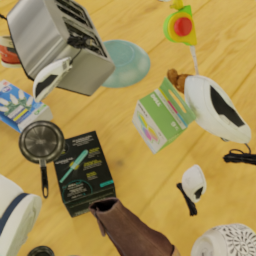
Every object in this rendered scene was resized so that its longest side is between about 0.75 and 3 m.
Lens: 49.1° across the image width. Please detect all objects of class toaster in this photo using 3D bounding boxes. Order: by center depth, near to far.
[{"bbox_3d":[-1.452,-1.817,5.900,1.217,2.052,1.855,-37,65,26],"label":"toaster"}]

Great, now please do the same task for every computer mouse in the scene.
[{"bbox_3d":[1.022,1.015,4.696,0.275,1.253,0.687,-13,56,-4],"label":"computer mouse"},{"bbox_3d":[-1.215,-1.017,4.755,0.326,1.486,0.815,43,21,-11],"label":"computer mouse"},{"bbox_3d":[1.803,0.028,5.398,2.487,1.364,0.546,45,80,-21],"label":"computer mouse"}]

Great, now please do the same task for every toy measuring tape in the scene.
[{"bbox_3d":[1.414,-2.256,7.529,0.828,2.250,0.828,-12,21,5],"label":"toy measuring tape"}]

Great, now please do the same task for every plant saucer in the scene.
[{"bbox_3d":[-0.451,-2.570,10.347,2.598,0.500,2.598,0,54,-1],"label":"plant saucer"}]

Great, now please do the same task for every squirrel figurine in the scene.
[{"bbox_3d":[1.400,-1.272,7.662,0.848,0.600,0.792,24,13,12],"label":"squirrel figurine"}]

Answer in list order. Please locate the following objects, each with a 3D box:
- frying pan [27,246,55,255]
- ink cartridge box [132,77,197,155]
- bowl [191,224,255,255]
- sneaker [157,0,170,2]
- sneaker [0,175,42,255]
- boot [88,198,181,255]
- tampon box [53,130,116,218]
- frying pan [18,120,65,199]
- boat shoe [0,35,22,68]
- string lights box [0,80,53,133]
[{"bbox_3d":[-1.968,3.300,6.375,0.715,0.192,1.182,-16,58,-10],"label":"frying pan"},{"bbox_3d":[0.631,-0.154,5.745,0.557,1.877,0.975,-31,79,-13],"label":"ink cartridge box"},{"bbox_3d":[1.382,2.050,4.331,0.615,1.310,1.310,24,54,-14],"label":"bowl"},{"bbox_3d":[1.046,-3.349,6.504,0.405,0.468,1.081,26,54,17],"label":"sneaker"},{"bbox_3d":[-2.366,2.027,3.874,1.178,1.118,2.926,27,82,0],"label":"sneaker"},{"bbox_3d":[0.018,1.678,4.278,1.578,1.898,0.687,47,63,-4],"label":"boot"},{"bbox_3d":[-1.168,1.183,7.308,1.296,1.092,1.729,-16,56,-11],"label":"tampon box"},{"bbox_3d":[-2.008,0.620,6.149,1.010,0.272,1.669,17,76,-8],"label":"frying pan"},{"bbox_3d":[-2.240,-2.170,7.542,2.363,0.739,0.841,-18,43,-34],"label":"boat shoe"},{"bbox_3d":[-3.539,-0.611,8.872,2.060,0.607,1.059,29,60,19],"label":"string lights box"}]
